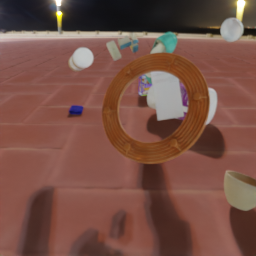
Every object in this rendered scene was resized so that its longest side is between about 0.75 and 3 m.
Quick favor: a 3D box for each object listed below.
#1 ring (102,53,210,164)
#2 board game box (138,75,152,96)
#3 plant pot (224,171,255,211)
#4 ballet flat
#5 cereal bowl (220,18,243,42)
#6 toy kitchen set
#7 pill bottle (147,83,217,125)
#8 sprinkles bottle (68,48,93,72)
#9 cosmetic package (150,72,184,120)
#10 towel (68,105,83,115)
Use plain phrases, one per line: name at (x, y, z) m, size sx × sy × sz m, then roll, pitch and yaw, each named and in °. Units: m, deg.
ring at (0.529, -0.541, 6.708) m, size 2.780 × 2.780 × 0.267 m, roll 14°, pitch -6°, yaw 29°
board game box at (1.514, -2.660, 16.862) m, size 1.790 × 1.204 × 0.401 m, roll -11°, pitch 26°, yaw -23°
plant pot at (2.976, 1.684, 7.267) m, size 1.119 × 0.751 × 1.119 m, roll 16°, pitch 9°, yaw -3°
ballet flat at (1.065, -2.757, 11.496) m, size 0.935 × 2.658 × 0.895 m, roll -24°, pitch 68°, yaw -33°
cereal bowl at (3.727, -3.490, 9.952) m, size 0.337 × 0.809 × 0.809 m, roll -23°, pitch 32°, yaw -34°
toy kitchen set at (-0.134, -2.964, 10.758) m, size 1.165 × 0.686 × 0.933 m, roll -24°, pitch -11°, yaw -4°
pill bottle at (2.417, -1.230, 13.006) m, size 2.958 × 1.660 × 1.660 m, roll 18°, pitch 29°, yaw 34°
sprinkles bottle at (-1.797, -2.489, 10.385) m, size 0.670 × 0.670 × 1.963 m, roll -8°, pitch 9°, yaw -17°
cosmetic package at (1.208, -1.040, 8.666) m, size 0.842 × 1.492 × 0.606 m, roll -7°, pitch 13°, yaw 9°
towel at (-2.609, -0.890, 14.075) m, size 0.649 × 0.218 × 0.879 m, roll 6°, pitch 23°, yaw -4°
